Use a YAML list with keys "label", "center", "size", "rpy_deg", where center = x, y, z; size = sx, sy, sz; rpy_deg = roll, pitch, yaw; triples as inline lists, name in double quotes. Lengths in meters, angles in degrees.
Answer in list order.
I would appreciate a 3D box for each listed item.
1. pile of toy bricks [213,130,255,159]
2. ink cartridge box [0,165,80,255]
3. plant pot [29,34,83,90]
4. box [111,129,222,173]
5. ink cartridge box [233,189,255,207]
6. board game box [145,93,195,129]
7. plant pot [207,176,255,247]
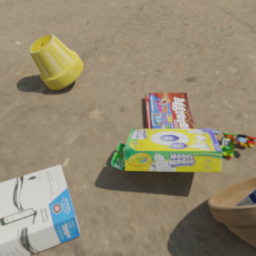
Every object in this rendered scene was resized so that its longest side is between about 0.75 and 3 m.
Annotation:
- label: "pile of toy bricks"
  center: [2.854, 0.513, 7.951]
  size: [1.439, 0.799, 0.711]
  rpy_deg: [9, 88, -2]
- label: "ink cartridge box"
  center: [-2.319, 1.931, 6.236]
  size: [2.120, 0.894, 1.548]
  rpy_deg: [-16, 46, -16]
- label: "plant pot"
  center: [-2.654, -2.417, 9.969]
  size: [1.584, 1.490, 1.584]
  rpy_deg: [-17, 46, 19]
- label: "box"
  center: [0.917, 0.521, 7.113]
  size: [2.576, 0.623, 1.511]
  rpy_deg: [-2, 20, 8]
- label: "ink cartridge box"
  center: [2.952, 1.295, 5.711]
  size: [1.441, 1.415, 0.312]
  rpy_deg: [-15, 57, -25]
- label: "board game box"
  center: [1.326, -0.156, 8.854]
  size: [1.474, 0.278, 2.863]
  rpy_deg: [1, 44, -1]
- label: "plant pot"
  center: [3.083, 1.685, 5.581]
  size: [2.672, 2.672, 1.233]
  rpy_deg: [-16, 82, -16]
